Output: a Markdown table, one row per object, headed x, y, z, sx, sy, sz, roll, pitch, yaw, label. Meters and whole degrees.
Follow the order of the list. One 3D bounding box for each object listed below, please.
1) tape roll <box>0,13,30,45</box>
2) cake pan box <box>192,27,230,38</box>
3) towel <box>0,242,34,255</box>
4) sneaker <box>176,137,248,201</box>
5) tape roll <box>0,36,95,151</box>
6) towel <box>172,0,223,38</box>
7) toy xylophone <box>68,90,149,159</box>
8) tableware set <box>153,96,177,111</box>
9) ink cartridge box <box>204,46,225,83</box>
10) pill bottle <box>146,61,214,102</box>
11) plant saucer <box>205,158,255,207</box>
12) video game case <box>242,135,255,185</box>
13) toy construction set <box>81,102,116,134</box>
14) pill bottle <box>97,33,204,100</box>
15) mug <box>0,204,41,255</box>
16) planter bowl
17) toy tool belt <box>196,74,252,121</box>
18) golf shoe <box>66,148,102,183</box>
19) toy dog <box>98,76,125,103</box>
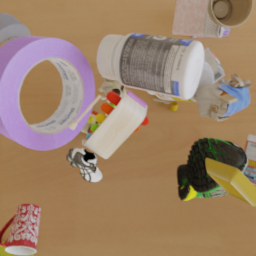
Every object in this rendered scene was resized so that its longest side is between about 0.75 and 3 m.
| x | y | z | sx | sy | sz | roll | pitch | yaw | label |
| --- | --- | --- | --- | --- | --- | --- | --- | --- | --- |
| -3.519 | -2.339 | 7.831 | 0.532 | 1.611 | 1.611 | 40 | 63 | 7 | tape roll |
| 3.780 | -5.035 | 13.354 | 1.819 | 0.476 | 1.675 | -7 | 58 | -4 | cake pan box |
| -3.680 | 3.636 | 7.589 | 2.199 | 0.199 | 0.946 | -5 | 61 | -4 | towel |
| 1.988 | 0.973 | 6.435 | 1.232 | 2.891 | 1.128 | -2 | 70 | -5 | sneaker |
| -2.134 | -0.859 | 7.078 | 0.901 | 2.745 | 2.745 | 19 | 55 | 38 | tape roll |
| 2.307 | -3.954 | 8.984 | 1.882 | 1.971 | 0.318 | 23 | 24 | 40 | towel |
| -0.451 | -0.096 | 6.280 | 1.828 | 1.338 | 0.459 | -39 | 23 | 20 | toy xylophone |
| 1.862 | -1.581 | 11.102 | 1.451 | 0.330 | 2.153 | 15 | 56 | 7 | tableware set |
| 2.734 | -2.091 | 9.685 | 0.383 | 0.828 | 1.520 | 33 | 35 | -27 | ink cartridge box |
| 1.388 | -1.364 | 8.266 | 1.115 | 1.115 | 2.008 | -40 | 28 | -24 | pill bottle |
| 1.665 | 0.898 | 4.457 | 0.862 | 0.862 | 0.209 | 43 | 82 | -15 | plant saucer |
| 3.567 | 0.993 | 6.936 | 1.445 | 2.021 | 0.176 | 18 | 59 | 25 | video game case |
| -1.204 | -0.512 | 9.838 | 2.455 | 1.131 | 1.610 | 20 | 81 | 22 | toy construction set |
| 0.501 | -1.553 | 6.766 | 2.338 | 1.330 | 1.330 | 16 | 56 | 24 | pill bottle |
| -2.284 | 2.124 | 5.943 | 0.814 | 0.612 | 0.917 | 13 | 50 | -16 | mug |
| 2.668 | -3.293 | 7.666 | 1.145 | 1.145 | 0.771 | -1 | 11 | -7 | planter bowl |
| 2.685 | -0.806 | 7.233 | 1.818 | 1.117 | 1.135 | -20 | 100 | -36 | toy tool belt |
| -0.875 | 0.875 | 6.416 | 0.554 | 1.173 | 0.456 | -17 | 44 | 28 | golf shoe |
| -0.428 | -1.119 | 8.779 | 1.012 | 0.728 | 1.043 | 4 | 40 | -6 | toy dog |
